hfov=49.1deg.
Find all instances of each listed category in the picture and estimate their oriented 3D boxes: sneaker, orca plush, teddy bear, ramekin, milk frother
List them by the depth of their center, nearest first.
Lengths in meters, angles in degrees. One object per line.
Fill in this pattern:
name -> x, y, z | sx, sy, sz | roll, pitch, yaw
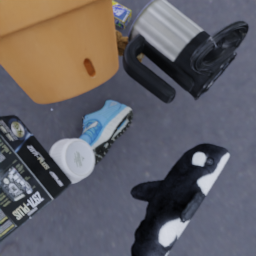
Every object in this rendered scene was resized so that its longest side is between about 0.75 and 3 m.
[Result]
orca plush -> 0.500, 1.412, 4.839 | 1.050, 1.554, 2.953 | 33, 105, 18
ramekin -> -1.058, 0.625, 5.502 | 0.425, 0.913, 0.913 | -18, 77, 41
milk frother -> 1.105, -1.825, 5.658 | 2.076, 2.207, 1.991 | 42, 52, 10
teddy bear -> -0.046, -2.048, 7.069 | 1.107, 0.802, 0.369 | 33, 74, 17
sneaker -> -1.003, 0.198, 8.079 | 1.121, 0.976, 2.491 | 38, 76, 22

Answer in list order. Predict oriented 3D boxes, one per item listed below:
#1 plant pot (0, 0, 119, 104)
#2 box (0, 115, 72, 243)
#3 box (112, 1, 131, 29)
plant pot -> -1.408, -1.806, 5.602 | 2.864, 2.864, 2.005 | -24, 116, -4
box -> -2.345, 1.047, 4.886 | 2.041, 0.879, 1.671 | -40, 89, 11
box -> -0.603, -3.721, 8.852 | 1.393, 0.448, 0.488 | 30, 82, 4
